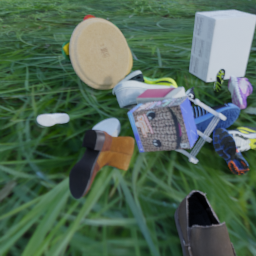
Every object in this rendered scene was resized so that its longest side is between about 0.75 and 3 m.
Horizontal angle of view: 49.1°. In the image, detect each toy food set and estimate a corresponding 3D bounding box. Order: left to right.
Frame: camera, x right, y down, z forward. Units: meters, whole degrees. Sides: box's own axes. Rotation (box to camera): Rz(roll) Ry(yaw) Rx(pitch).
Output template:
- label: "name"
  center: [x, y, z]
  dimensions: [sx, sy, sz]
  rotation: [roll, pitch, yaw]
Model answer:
- label: "toy food set"
  center: [-1.128, -3.043, 11.454]
  dimensions: [0.718, 2.922, 2.952]
  rotation: [4, 45, 52]

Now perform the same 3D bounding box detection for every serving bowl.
- label: "serving bowl"
  center: [-0.653, 0.186, 8.154]
  dimensions: [1.044, 0.343, 1.044]
  rotation: [-24, 31, 15]

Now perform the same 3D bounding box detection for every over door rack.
- label: "over door rack"
  center: [1.458, -0.181, 7.887]
  dimensions: [0.686, 1.521, 2.059]
  rotation: [20, 15, -48]

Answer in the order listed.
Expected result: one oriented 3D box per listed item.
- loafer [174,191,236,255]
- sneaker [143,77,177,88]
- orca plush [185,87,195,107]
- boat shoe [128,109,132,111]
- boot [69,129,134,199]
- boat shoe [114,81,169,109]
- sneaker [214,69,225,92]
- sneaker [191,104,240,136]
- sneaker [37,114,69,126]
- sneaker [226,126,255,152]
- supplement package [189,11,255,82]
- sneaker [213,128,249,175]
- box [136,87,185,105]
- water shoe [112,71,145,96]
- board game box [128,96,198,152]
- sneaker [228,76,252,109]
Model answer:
- label: "loafer"
  center: [1.384, 2.096, 4.948]
  dimensions: [0.902, 0.877, 2.470]
  rotation: [-6, 33, -9]
- label: "sneaker"
  center: [0.951, -1.627, 11.219]
  dimensions: [2.115, 0.783, 0.884]
  rotation: [12, 2, 29]
- label: "orca plush"
  center: [2.070, -0.755, 10.022]
  dimensions: [1.003, 0.678, 1.906]
  rotation: [-36, 6, 30]
- label: "boat shoe"
  center: [0.439, -1.002, 10.298]
  dimensions: [0.471, 0.459, 1.244]
  rotation: [19, 37, 27]
- label: "boot"
  center: [-0.565, 0.872, 6.617]
  dimensions: [0.579, 1.591, 1.690]
  rotation: [8, -6, 31]
- label: "boat shoe"
  center: [0.738, -0.904, 9.660]
  dimensions: [2.759, 0.983, 0.963]
  rotation: [3, -16, -37]
- label: "sneaker"
  center: [3.657, -1.937, 11.313]
  dimensions: [0.351, 0.930, 0.355]
  rotation: [17, 12, 5]
- label: "sneaker"
  center: [2.231, -0.344, 8.796]
  dimensions: [2.674, 0.938, 1.042]
  rotation: [-17, 43, -23]
- label: "sneaker"
  center: [-2.515, -0.308, 9.364]
  dimensions: [1.022, 0.385, 0.452]
  rotation: [-3, 20, -17]
- label: "sneaker"
  center: [3.257, 0.302, 8.173]
  dimensions: [1.743, 0.649, 0.737]
  rotation: [3, 25, -12]
- label: "supplement package"
  center: [4.105, -3.632, 12.403]
  dimensions: [2.079, 2.669, 1.480]
  rotation: [-11, 34, -17]
- label: "sneaker"
  center: [2.541, 0.567, 7.126]
  dimensions: [0.533, 1.416, 0.555]
  rotation: [-27, 20, 16]
- label: "box"
  center: [1.000, -0.665, 8.171]
  dimensions: [1.282, 0.820, 0.698]
  rotation: [4, 34, 40]
- label: "water shoe"
  center: [-0.011, -1.550, 10.590]
  dimensions: [0.522, 1.461, 0.577]
  rotation: [-17, 73, -55]
- label: "board game box"
  center: [0.911, -0.071, 7.291]
  dimensions: [1.468, 1.171, 0.711]
  rotation: [-8, 19, 33]
- label: "sneaker"
  center: [4.179, -1.335, 10.251]
  dimensions: [0.762, 0.693, 1.723]
  rotation: [3, 43, 7]
